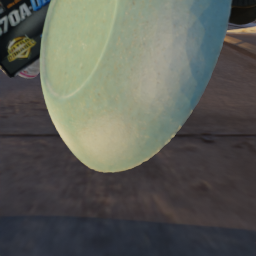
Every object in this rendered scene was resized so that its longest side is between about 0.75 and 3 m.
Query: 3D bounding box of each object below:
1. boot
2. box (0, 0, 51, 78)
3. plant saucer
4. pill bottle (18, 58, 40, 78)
[{"bbox_3d":[2.882,-3.000,6.208,1.918,1.074,2.773,-4,9,-28],"label":"boot"},{"bbox_3d":[-1.459,-1.739,4.027,1.673,1.329,0.385,-41,49,-13],"label":"box"},{"bbox_3d":[-0.306,-0.863,2.558,0.483,2.511,2.511,8,16,-39],"label":"plant saucer"},{"bbox_3d":[-2.079,-1.732,6.243,0.681,1.202,0.681,30,38,-27],"label":"pill bottle"}]
